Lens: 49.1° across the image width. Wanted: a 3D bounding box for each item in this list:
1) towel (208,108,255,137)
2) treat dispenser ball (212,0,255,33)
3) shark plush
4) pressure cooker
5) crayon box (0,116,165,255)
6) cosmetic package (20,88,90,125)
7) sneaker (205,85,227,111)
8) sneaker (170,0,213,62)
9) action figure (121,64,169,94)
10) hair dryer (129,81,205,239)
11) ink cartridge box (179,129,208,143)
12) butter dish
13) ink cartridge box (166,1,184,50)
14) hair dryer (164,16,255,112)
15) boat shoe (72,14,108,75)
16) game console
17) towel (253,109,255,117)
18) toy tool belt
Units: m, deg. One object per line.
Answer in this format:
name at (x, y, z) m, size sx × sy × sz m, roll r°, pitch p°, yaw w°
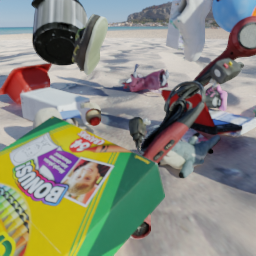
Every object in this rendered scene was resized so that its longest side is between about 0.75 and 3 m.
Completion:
towel at (2.915, -0.311, 9.148) m, size 1.662 × 0.269 × 2.263 m, roll -17°, pitch 27°, yaw -39°
treat dispenser ball at (3.116, -3.387, 7.597) m, size 1.597 × 1.597 × 1.597 m, roll 0°, pitch 22°, yaw 0°
shark plush at (1.540, 0.494, 6.402) m, size 1.889 × 0.787 × 0.858 m, roll -9°, pitch 23°, yaw -22°
pressure cooker at (-2.444, -3.715, 10.346) m, size 2.036 × 2.005 × 2.279 m, roll -3°, pitch 61°, yaw -7°
crayon box at (-1.224, 1.015, 4.182) m, size 2.673 × 0.779 × 2.306 m, roll 21°, pitch 49°, yaw 42°
cosmetic package at (-2.386, -0.644, 9.155) m, size 2.213 × 0.898 × 1.249 m, roll 21°, pitch 30°, yaw 39°
sneaker at (2.984, -1.132, 10.401) m, size 0.993 × 0.822 × 2.081 m, roll -3°, pitch 13°, yaw 6°
sneaker at (1.757, -3.080, 8.437) m, size 1.062 × 2.399 × 0.903 m, roll -11°, pitch 45°, yaw -9°
action figure at (0.770, -1.979, 12.704) m, size 2.202 × 1.640 × 1.475 m, roll -11°, pitch -10°, yaw 23°
hair dryer at (0.276, 0.485, 4.933) m, size 0.774 × 2.170 × 2.849 m, roll 27°, pitch 55°, yaw -20°
ink cartridge box at (1.631, 0.343, 7.381) m, size 0.593 × 0.345 × 0.819 m, roll -7°, pitch 23°, yaw -18°
butter dish at (-3.767, -1.510, 10.911) m, size 1.803 × 1.336 × 1.808 m, roll -36°, pitch -6°, yaw 39°
ink cartridge box at (1.886, -3.788, 10.350) m, size 0.411 × 1.634 × 0.890 m, roll -4°, pitch 26°, yaw -23°
hair dryer at (1.800, -1.395, 5.471) m, size 2.598 × 0.706 × 1.979 m, roll -37°, pitch 5°, yaw -27°
boat shoe at (-1.220, -2.446, 8.206) m, size 0.760 × 2.523 × 0.899 m, roll 36°, pitch 66°, yaw -1°
game console at (1.967, -0.501, 7.626) m, size 1.547 × 1.065 × 1.795 m, roll -6°, pitch 13°, yaw -24°
towel at (5.600, -0.478, 9.179) m, size 2.128 × 0.326 × 2.790 m, roll 20°, pitch 24°, yaw 39°
toy tool belt at (-1.475, 0.132, 7.243) m, size 1.861 × 1.162 × 1.143 m, roll -10°, pitch 52°, yaw -20°
